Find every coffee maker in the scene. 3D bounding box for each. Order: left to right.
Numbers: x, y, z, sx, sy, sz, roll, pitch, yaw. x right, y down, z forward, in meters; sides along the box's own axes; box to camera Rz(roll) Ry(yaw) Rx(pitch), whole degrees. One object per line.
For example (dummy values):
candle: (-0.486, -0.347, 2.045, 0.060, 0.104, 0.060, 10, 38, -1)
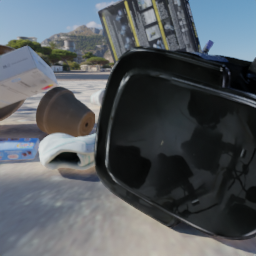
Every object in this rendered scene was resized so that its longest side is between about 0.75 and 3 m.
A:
coffee maker: (0.839, -0.076, 3.793, 2.698, 1.892, 2.809, -1, 9, 34)

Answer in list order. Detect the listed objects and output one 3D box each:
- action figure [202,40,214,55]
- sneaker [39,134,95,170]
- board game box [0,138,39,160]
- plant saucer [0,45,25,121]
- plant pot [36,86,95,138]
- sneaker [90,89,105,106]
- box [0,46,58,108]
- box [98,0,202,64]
action figure: (3.125, -2.070, 11.631, 1.437, 2.748, 2.659, 30, 12, 5)
sneaker: (-0.536, 0.392, 4.539, 1.766, 0.621, 0.708, -9, 21, -12)
board game box: (-2.318, 0.391, 5.259, 1.151, 0.211, 0.871, -2, 12, -11)
plant saucer: (-4.253, -1.229, 8.337, 2.950, 2.950, 0.473, 0, -25, 1)
plant pot: (-1.372, -0.273, 6.595, 1.039, 1.192, 1.192, 22, 19, 21)
sneaker: (-0.602, -1.499, 12.756, 2.648, 1.032, 1.316, -9, 11, -41)
box: (-3.314, -0.899, 6.715, 2.865, 0.590, 2.233, -21, 0, -3)
box: (0.715, -2.184, 7.710, 2.387, 2.961, 0.727, -15, 9, 25)
